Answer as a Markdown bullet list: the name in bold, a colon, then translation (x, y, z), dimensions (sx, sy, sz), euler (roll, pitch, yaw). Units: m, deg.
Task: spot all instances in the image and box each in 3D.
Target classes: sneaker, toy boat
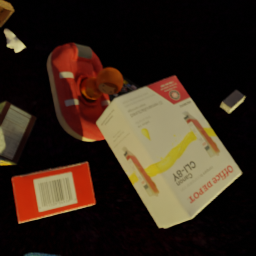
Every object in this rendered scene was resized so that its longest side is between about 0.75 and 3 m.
- **sneaker**: translation (-4.495, -3.329, 10.734), dimensions (0.500, 0.426, 1.131), euler (-44, 72, -7)
- **toy boat**: translation (-0.827, -0.947, 6.833), dimensions (1.626, 1.623, 2.487), euler (-15, 86, 35)

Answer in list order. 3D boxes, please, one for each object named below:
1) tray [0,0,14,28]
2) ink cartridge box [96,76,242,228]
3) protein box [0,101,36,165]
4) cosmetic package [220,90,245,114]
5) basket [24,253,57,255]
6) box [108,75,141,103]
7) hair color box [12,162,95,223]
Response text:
- **tray**: translation (-3.511, -2.785, 6.435), dimensions (0.761, 1.543, 0.286), euler (-38, 76, 22)
- **ink cartridge box**: translation (0.914, 0.452, 6.304), dimensions (2.011, 1.155, 2.770), euler (-25, 78, -36)
- **protein box**: translation (-2.833, 0.164, 6.251), dimensions (1.134, 0.771, 1.142), euler (-8, 57, 44)
- **cosmetic package**: translation (3.559, -0.894, 9.544), dimensions (0.761, 0.343, 0.406), euler (-41, 67, -15)
- **basket**: translation (-0.923, 3.171, 4.820), dimensions (2.129, 1.481, 1.877), euler (2, 63, -6)
- **box**: translation (-0.426, -1.301, 9.744), dimensions (1.386, 0.342, 1.107), euler (35, 67, 16)
- **hair color box**: translation (-1.434, 1.107, 5.096), dimensions (1.149, 2.264, 0.693), euler (-9, 83, -22)
